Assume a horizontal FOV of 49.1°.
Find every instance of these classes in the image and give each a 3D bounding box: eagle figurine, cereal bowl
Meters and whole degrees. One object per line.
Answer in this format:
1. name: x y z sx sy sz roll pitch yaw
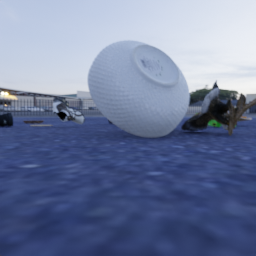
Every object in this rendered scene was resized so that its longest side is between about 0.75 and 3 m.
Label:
1. eagle figurine: 2.289 -0.430 7.452 1.515 1.507 1.997 -11 16 -15
2. cereal bowl: 0.395 -1.071 6.271 2.477 2.477 1.032 -2 -31 -33

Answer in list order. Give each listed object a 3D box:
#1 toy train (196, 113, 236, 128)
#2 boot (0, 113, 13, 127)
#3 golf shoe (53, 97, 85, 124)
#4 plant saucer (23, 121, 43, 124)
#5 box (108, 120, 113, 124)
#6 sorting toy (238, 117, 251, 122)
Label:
1. toy train: 3.373 -0.293 10.982 0.402 0.544 1.928 4 1 -35
2. boot: -5.407 -0.306 11.342 1.300 0.587 1.586 -2 7 -26
3. golf shoe: -2.345 -0.463 10.858 0.652 0.792 1.676 -13 -36 30
4. plant saucer: -5.298 -0.329 15.676 1.124 0.180 1.124 1 3 0
5. box: -0.379 -1.265 14.372 1.735 1.580 0.903 -28 13 -27
6. sorting toy: 4.678 -0.429 12.675 1.080 0.215 1.461 4 -4 -13
